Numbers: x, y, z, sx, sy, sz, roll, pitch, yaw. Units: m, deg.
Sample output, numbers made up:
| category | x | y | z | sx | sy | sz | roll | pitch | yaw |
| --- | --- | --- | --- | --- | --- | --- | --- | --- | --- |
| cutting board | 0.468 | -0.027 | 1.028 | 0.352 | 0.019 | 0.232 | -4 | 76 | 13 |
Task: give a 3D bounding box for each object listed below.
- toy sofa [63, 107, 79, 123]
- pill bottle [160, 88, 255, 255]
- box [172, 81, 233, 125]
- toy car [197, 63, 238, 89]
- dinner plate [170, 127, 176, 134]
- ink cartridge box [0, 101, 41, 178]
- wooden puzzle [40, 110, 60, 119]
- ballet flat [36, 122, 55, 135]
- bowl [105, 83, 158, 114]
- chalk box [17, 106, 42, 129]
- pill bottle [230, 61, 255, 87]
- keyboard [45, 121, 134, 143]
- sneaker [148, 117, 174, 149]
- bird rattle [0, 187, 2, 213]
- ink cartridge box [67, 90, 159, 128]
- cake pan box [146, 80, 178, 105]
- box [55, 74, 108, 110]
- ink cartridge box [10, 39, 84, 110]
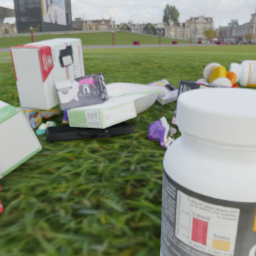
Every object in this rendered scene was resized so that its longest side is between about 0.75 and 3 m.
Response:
| category | x | y | z | sx | sy | sz | roll | pitch | yaw |
| --- | --- | --- | --- | --- | --- | --- | --- | --- | --- |
| toy sofa | -2.179 | -0.986 | 11.663 | 1.128 | 0.958 | 2.312 | -3 | 19 | -11 |
| pill bottle | 1.205 | 0.940 | 3.535 | 1.562 | 2.684 | 1.562 | -1 | 20 | 0 |
| box | 2.626 | -0.794 | 9.757 | 1.321 | 1.522 | 2.303 | 16 | 15 | 30 |
| toy car | 3.897 | -1.644 | 12.185 | 1.542 | 2.057 | 1.800 | 14 | 41 | -15 |
| dinner plate | 1.272 | 0.127 | 9.772 | 0.802 | 0.097 | 0.802 | -1 | 19 | 0 |
| ink cartridge box | -3.716 | 0.282 | 6.674 | 2.781 | 1.217 | 2.021 | 19 | 49 | 43 |
| wooden puzzle | -3.402 | -0.537 | 11.539 | 1.000 | 0.173 | 1.482 | 2 | 14 | 21 |
| ballet flat | -2.917 | -0.026 | 9.885 | 0.302 | 0.316 | 0.897 | 13 | 23 | 26 |
| bowl | -0.237 | -1.245 | 12.369 | 2.640 | 0.985 | 2.636 | 13 | 23 | 30 |
| chalk box | -3.806 | -0.304 | 10.016 | 0.760 | 0.754 | 1.217 | 7 | 20 | 21 |
| pill bottle | 7.868 | -3.361 | 17.449 | 2.860 | 1.589 | 1.589 | 5 | 20 | 14 |
| keyboard | -1.266 | 0.145 | 9.393 | 2.861 | 0.367 | 1.718 | -7 | 14 | -17 |
| sneaker | 1.012 | 0.267 | 8.818 | 0.763 | 0.737 | 1.828 | -21 | 16 | 5 |
| bird rattle | -3.298 | 1.172 | 4.610 | 2.139 | 1.744 | 1.205 | -8 | 53 | -13 |
| ink cartridge box | -0.423 | -0.672 | 9.599 | 2.726 | 0.654 | 1.984 | -20 | 14 | -39 |
| cake pan box | 1.767 | -1.782 | 13.855 | 1.424 | 0.372 | 1.311 | -20 | 55 | -36 |
| box | -1.593 | -1.266 | 9.706 | 1.527 | 1.009 | 0.876 | -9 | 10 | 12 |
| ink cartridge box | -2.842 | -2.159 | 10.601 | 1.201 | 2.113 | 2.900 | 5 | 24 | 18 |
